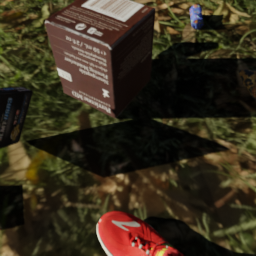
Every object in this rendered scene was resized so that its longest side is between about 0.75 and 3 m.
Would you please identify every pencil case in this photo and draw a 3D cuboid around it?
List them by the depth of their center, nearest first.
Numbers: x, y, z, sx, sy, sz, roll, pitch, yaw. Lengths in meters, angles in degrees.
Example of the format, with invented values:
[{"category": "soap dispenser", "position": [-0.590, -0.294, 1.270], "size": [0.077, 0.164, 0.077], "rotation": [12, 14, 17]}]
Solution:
[{"category": "pencil case", "position": [2.927, -4.724, 11.931], "size": [0.546, 0.490, 1.256], "rotation": [8, 52, -2]}]

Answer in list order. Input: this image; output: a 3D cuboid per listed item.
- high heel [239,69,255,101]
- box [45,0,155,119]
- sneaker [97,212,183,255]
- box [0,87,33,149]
[{"category": "high heel", "position": [4.100, -0.763, 8.490], "size": [1.831, 0.917, 2.569], "rotation": [-34, 68, -31]}, {"category": "box", "position": [-0.706, -2.254, 8.562], "size": [2.247, 2.708, 2.224], "rotation": [26, 57, 20]}, {"category": "sneaker", "position": [0.592, 2.596, 5.661], "size": [2.971, 1.262, 1.144], "rotation": [32, 58, 23]}, {"category": "box", "position": [-3.214, -0.222, 7.115], "size": [0.402, 1.618, 1.605], "rotation": [24, 14, 8]}]
